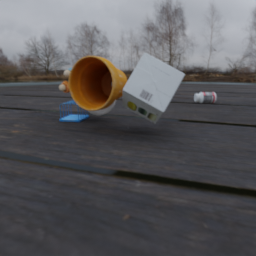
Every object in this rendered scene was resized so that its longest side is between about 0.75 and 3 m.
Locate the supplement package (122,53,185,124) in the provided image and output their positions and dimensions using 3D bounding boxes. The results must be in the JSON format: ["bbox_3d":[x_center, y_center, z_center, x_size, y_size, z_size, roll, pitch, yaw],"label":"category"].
[{"bbox_3d":[0.821,-1.332,10.197,1.567,1.556,2.065,29,-9,3],"label":"supplement package"}]

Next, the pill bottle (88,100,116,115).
[{"bbox_3d":[-1.660,-1.802,13.277,1.467,1.467,2.521,-6,37,-24],"label":"pill bottle"}]

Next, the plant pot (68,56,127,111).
[{"bbox_3d":[-0.961,-1.711,10.847,1.974,1.974,1.807,6,11,27],"label":"plant pot"}]

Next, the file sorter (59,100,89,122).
[{"bbox_3d":[-2.541,-0.816,13.291,0.957,0.846,1.380,3,12,10],"label":"file sorter"}]

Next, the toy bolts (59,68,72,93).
[{"bbox_3d":[-2.368,-1.951,11.873,1.077,1.128,0.782,21,25,24],"label":"toy bolts"}]

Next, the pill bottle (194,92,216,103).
[{"bbox_3d":[5.313,-2.082,19.407,1.372,0.760,0.760,-1,12,-6],"label":"pill bottle"}]
